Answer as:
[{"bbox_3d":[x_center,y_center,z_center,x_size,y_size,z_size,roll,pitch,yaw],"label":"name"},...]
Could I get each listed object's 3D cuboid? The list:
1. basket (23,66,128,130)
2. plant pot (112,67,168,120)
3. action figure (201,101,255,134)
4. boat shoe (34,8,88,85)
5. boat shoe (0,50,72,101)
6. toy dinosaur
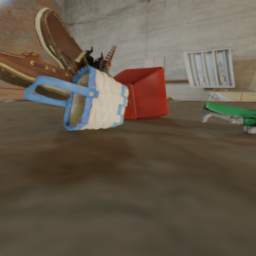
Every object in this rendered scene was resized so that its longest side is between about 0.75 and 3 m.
[{"bbox_3d":[-1.513,-0.829,8.008,2.585,1.798,2.280,7,-5,-30],"label":"basket"},{"bbox_3d":[0.256,-1.419,12.734,2.276,2.274,2.006,5,22,37],"label":"plant pot"},{"bbox_3d":[3.506,-0.220,7.956,2.708,0.740,1.599,9,7,12],"label":"action figure"},{"bbox_3d":[-1.761,-2.336,8.497,1.023,1.021,2.765,13,-28,23],"label":"boat shoe"},{"bbox_3d":[-2.825,-1.642,7.871,2.782,0.940,1.001,21,-17,-37],"label":"boat shoe"},{"bbox_3d":[-1.181,-2.117,10.145,1.094,2.141,1.453,10,-17,19],"label":"toy dinosaur"}]
